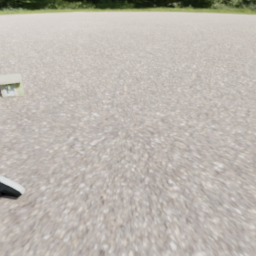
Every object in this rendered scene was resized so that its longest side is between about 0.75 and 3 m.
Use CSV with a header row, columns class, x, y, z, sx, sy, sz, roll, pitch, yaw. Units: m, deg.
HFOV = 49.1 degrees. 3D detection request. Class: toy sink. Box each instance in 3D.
class,x,y,z,sx,sy,sz,roll,pitch,yaw
toy sink,-5.463,-1.948,13.161,0.979,0.842,1.503,-11,25,-20

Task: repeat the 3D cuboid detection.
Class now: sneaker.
class,x,y,z,sx,sy,sz,roll,pitch,yaw
sneaker,-3.583,1.627,6.720,1.924,0.703,1.076,18,59,0
